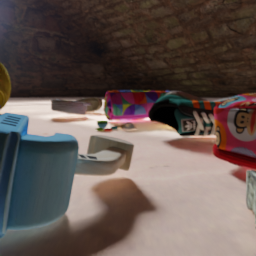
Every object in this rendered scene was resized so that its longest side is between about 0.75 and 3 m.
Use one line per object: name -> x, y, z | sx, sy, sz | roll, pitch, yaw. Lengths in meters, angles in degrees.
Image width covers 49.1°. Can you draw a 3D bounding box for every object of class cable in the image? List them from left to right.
cable -> -2.642, -0.939, 12.537 | 1.625, 0.562, 1.625 | 3, 7, -39

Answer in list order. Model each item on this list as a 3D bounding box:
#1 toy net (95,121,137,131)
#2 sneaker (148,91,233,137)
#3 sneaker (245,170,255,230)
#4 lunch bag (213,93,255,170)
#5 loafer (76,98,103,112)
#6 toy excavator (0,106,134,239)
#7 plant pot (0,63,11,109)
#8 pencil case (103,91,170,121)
toy net -> -0.348, -0.069, 8.408 | 1.240, 0.239, 0.650 | 0, 8, 0
sneaker -> 1.841, -0.164, 6.865 | 2.964, 1.058, 1.184 | 14, 36, 38
sneaker -> 1.399, 0.643, 2.308 | 0.675, 0.472, 1.357 | 3, 8, 15
lunch bag -> 2.904, 0.068, 4.083 | 2.730, 1.119, 2.405 | -5, 9, -30
loafer -> -2.332, -1.135, 14.613 | 2.035, 0.770, 0.695 | -8, 7, 13
toy excavator -> -0.797, 0.394, 2.906 | 2.150, 1.074, 2.091 | 11, 7, -16
plant pot -> -6.808, -1.746, 13.290 | 2.836, 2.836, 2.013 | -7, 37, -40
pencil case -> 0.482, -0.863, 10.883 | 2.830, 1.251, 1.251 | -3, 8, -17
